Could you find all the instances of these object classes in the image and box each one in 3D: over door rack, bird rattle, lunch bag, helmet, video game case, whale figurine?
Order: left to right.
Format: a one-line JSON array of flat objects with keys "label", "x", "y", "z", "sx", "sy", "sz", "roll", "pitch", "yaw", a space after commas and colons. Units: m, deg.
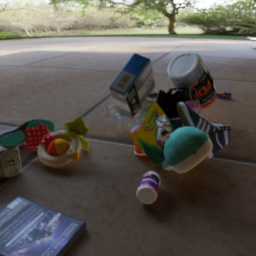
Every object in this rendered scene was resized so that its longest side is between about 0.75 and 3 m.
[{"label": "lunch bag", "x": -4.000, "y": 1.062, "z": 8.925, "sx": 1.116, "sy": 0.916, "sz": 0.656, "roll": -2, "pitch": 19, "yaw": -2}, {"label": "video game case", "x": -2.397, "y": 2.475, "z": 6.688, "sx": 2.276, "sy": 0.216, "sz": 1.626, "roll": 13, "pitch": 27, "yaw": 23}, {"label": "bird rattle", "x": -2.529, "y": 0.522, "z": 9.937, "sx": 2.336, "sy": 1.316, "sz": 1.905, "roll": -6, "pitch": 41, "yaw": -7}, {"label": "over door rack", "x": -0.125, "y": -0.701, "z": 12.434, "sx": 1.700, "sy": 0.566, "sz": 1.256, "roll": -31, "pitch": 56, "yaw": -27}, {"label": "helmet", "x": 2.019, "y": -0.607, "z": 11.427, "sx": 1.999, "sy": 1.906, "sz": 1.999, "roll": 2, "pitch": -8, "yaw": 0}, {"label": "whale figurine", "x": 1.710, "y": 0.589, "z": 8.918, "sx": 1.782, "sy": 1.162, "sz": 2.240, "roll": -39, "pitch": 1, "yaw": -1}]

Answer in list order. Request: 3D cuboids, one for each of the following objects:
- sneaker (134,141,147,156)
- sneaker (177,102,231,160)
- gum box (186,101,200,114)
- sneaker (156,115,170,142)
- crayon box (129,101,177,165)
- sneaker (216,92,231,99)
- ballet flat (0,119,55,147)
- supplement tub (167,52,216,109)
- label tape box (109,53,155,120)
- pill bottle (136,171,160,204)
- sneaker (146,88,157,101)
[{"label": "sneaker", "x": 0.757, "y": 0.277, "z": 10.764, "sx": 0.809, "sy": 0.855, "sz": 2.216, "roll": 4, "pitch": 23, "yaw": 11}, {"label": "sneaker", "x": 2.638, "y": -0.131, "z": 9.579, "sx": 1.205, "sy": 2.221, "sz": 0.778, "roll": -32, "pitch": 12, "yaw": 0}, {"label": "gum box", "x": 2.296, "y": -0.675, "z": 10.059, "sx": 0.453, "sy": 0.799, "sz": 0.264, "roll": -4, "pitch": 67, "yaw": 7}, {"label": "sneaker", "x": 0.977, "y": -0.020, "z": 7.833, "sx": 0.343, "sy": 0.860, "sz": 0.560, "roll": -4, "pitch": 58, "yaw": 7}, {"label": "crayon box", "x": 0.919, "y": 0.137, "z": 9.653, "sx": 0.496, "sy": 1.468, "sz": 1.701, "roll": -24, "pitch": 25, "yaw": 40}, {"label": "sneaker", "x": 5.494, "y": -1.927, "z": 16.168, "sx": 0.931, "sy": 0.365, "sz": 0.351, "roll": 8, "pitch": 25, "yaw": 17}, {"label": "ballet flat", "x": -4.107, "y": 0.209, "z": 10.982, "sx": 0.894, "sy": 0.894, "sz": 2.486, "roll": 20, "pitch": 30, "yaw": 36}, {"label": "supplement tub", "x": 2.941, "y": -2.026, "z": 12.548, "sx": 1.567, "sy": 2.558, "sz": 1.567, "roll": -20, "pitch": 50, "yaw": 26}, {"label": "label tape box", "x": 0.293, "y": -1.418, "z": 11.155, "sx": 0.790, "sy": 2.495, "sz": 1.799, "roll": 27, "pitch": 72, "yaw": 23}, {"label": "pill bottle", "x": 0.608, "y": 1.669, "z": 8.023, "sx": 0.563, "sy": 0.563, "sz": 1.001, "roll": 6, "pitch": 25, "yaw": 13}, {"label": "sneaker", "x": 0.937, "y": -2.194, "z": 16.259, "sx": 0.799, "sy": 0.809, "sz": 2.037, "roll": -22, "pitch": 31, "yaw": -37}]
